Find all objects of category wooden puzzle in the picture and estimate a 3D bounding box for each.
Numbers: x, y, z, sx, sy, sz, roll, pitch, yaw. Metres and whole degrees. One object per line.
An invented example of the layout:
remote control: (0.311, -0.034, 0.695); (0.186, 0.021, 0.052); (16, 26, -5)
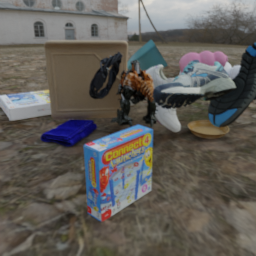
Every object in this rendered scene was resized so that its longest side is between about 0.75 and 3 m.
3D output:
wooden puzzle: (-1.377, -1.600, 9.643); (2.665, 2.881, 0.536); (-2, 32, -8)

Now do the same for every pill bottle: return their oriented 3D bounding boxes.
pill bottle: (3.131, -1.775, 10.332); (2.193, 1.313, 1.313); (9, 22, 35)

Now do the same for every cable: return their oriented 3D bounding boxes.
cable: (-0.663, -1.546, 8.400); (0.410, 1.614, 1.316); (29, 50, 7)

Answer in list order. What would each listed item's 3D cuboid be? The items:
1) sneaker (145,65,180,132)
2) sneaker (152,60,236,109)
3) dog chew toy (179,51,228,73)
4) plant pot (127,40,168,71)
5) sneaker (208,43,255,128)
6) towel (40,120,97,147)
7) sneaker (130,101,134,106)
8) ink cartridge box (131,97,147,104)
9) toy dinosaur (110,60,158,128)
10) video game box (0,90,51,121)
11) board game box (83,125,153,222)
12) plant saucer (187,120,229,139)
sneaker: (1.226, -0.973, 9.260); (1.165, 2.339, 0.876); (-29, -1, 26)
sneaker: (1.336, -0.983, 6.085); (2.024, 0.874, 0.786); (-11, -14, -27)
dog chew toy: (2.188, -1.839, 8.136); (1.341, 0.835, 0.835); (-11, 18, 12)
plant pot: (0.811, -3.135, 13.386); (1.660, 1.173, 1.172); (-33, 27, 13)
sneaker: (3.376, -1.041, 7.946); (2.880, 1.180, 1.054); (-51, 41, -10)
towel: (-1.996, 0.081, 9.628); (1.264, 0.424, 1.711); (9, 22, 21)
sneaker: (-0.755, -2.106, 13.161); (2.886, 1.124, 1.434); (35, 11, -10)
ink cartridge box: (0.544, -1.453, 10.699); (1.041, 0.610, 1.441); (-15, -22, 40)
toy dinosaur: (0.195, -1.025, 8.208); (1.417, 1.883, 2.774); (3, 14, 5)
video game box: (-4.185, -1.094, 12.533); (2.634, 0.617, 2.400); (-13, 27, -30)
board game box: (-0.146, 0.889, 5.870); (0.441, 1.545, 1.578); (19, 28, 40)
plant saucer: (2.811, 0.080, 9.878); (1.419, 0.251, 1.419); (0, 21, 0)
